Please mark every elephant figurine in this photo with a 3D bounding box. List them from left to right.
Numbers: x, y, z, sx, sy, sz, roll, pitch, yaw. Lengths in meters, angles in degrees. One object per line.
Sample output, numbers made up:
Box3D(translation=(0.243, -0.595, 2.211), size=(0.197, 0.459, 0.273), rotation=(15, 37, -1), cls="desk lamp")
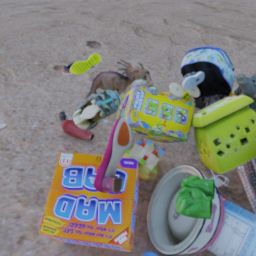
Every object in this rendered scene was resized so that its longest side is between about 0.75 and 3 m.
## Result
Box3D(translation=(4.861, -1.341, 10.738), size=(1.646, 2.327, 1.805), rotation=(-40, 6, -13), cls="elephant figurine")

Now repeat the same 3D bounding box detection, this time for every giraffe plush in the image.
Box3D(translation=(-0.237, 1.545, 10.369), size=(2.378, 1.928, 2.052), rotation=(35, 14, 8), cls="giraffe plush")

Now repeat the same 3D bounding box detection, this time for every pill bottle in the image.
Box3D(translation=(3.109, 3.163, 8.489), size=(3.000, 1.631, 1.631), rotation=(26, 46, 29), cls="pill bottle")

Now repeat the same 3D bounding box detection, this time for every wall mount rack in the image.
Box3D(translation=(3.133, 1.928, 10.878), size=(1.443, 0.538, 1.254), rotation=(-22, 44, -26), cls="wall mount rack")

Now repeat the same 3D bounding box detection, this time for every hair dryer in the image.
Box3D(translation=(-2.242, -0.284, 13.480), size=(1.969, 0.702, 2.586), rotation=(-12, 41, -16), cls="hair dryer")

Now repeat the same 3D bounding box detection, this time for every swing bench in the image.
Box3D(translation=(0.489, -1.982, 12.539), size=(1.138, 0.742, 1.144), rotation=(-19, -3, 12), cls="swing bench")

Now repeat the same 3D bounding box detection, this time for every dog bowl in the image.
Box3D(translation=(1.766, 2.568, 8.623), size=(1.003, 2.721, 2.721), rotation=(26, 32, -24), cls="dog bowl")

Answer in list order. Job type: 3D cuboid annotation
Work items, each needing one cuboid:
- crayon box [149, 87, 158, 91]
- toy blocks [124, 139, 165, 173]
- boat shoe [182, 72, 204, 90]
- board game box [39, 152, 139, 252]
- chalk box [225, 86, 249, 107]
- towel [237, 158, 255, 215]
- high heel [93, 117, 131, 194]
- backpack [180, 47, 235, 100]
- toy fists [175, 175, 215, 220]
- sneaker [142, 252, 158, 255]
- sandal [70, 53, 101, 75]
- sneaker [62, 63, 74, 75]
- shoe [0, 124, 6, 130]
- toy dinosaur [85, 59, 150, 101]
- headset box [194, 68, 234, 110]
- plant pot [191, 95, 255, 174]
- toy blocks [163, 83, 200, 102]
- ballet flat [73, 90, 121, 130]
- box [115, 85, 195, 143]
Box3D(translation=(0.715, -1.001, 13.630), size=(0.530, 1.568, 1.817), rotation=(29, 47, 23), cls="crayon box")
Box3D(translation=(0.444, 0.561, 6.494), size=(0.868, 0.434, 0.593), rotation=(33, 89, 15), cls="toy blocks")
Box3D(translation=(2.133, -1.654, 9.623), size=(0.428, 0.463, 1.253), rotation=(15, 39, 40), cls="boat shoe")
Box3D(translation=(-0.930, 2.290, 8.462), size=(2.304, 2.306, 2.304), rotation=(5, 64, 6), cls="board game box")
Box3D(translation=(6.062, -1.619, 14.892), size=(1.599, 0.995, 0.990), rotation=(-24, 45, -28), cls="chalk box")
Box3D(translation=(5.512, 2.083, 10.206), size=(2.204, 1.139, 2.662), rotation=(1, 39, 1), cls="towel")
Box3D(translation=(-0.477, 0.639, 6.817), size=(0.895, 0.627, 1.861), rotation=(-1, 74, 45), cls="high heel")
Box3D(translation=(3.137, -2.325, 11.212), size=(1.861, 2.034, 1.494), rotation=(-2, 57, 41), cls="backpack")
Box3D(translation=(1.495, 1.501, 6.271), size=(0.769, 0.519, 1.510), rotation=(-4, 15, 22), cls="toy fists")
Box3D(translation=(1.216, 4.406, 7.728), size=(2.316, 0.821, 0.960), rotation=(22, 54, 30), cls="sneaker")
Box3D(translation=(-1.499, -2.149, 9.720), size=(1.173, 0.466, 0.511), rotation=(-30, 10, -21), cls="sandal")
Box3D(translation=(-2.104, -2.359, 11.072), size=(1.025, 0.420, 0.395), rotation=(-19, 40, -40), cls="sneaker")
Box3D(translation=(-6.282, -0.033, 13.557), size=(0.751, 0.201, 0.263), rotation=(-25, 45, -28), cls="shoe")
Box3D(translation=(-0.550, -1.770, 10.295), size=(2.346, 1.590, 1.007), rotation=(-13, 54, -26), cls="toy dinosaur")
Box3D(translation=(4.471, -2.115, 14.834), size=(0.911, 1.806, 2.430), rotation=(31, 47, 29), cls="headset box")
Box3D(translation=(3.072, 0.100, 8.818), size=(1.975, 1.801, 1.984), rotation=(-26, 3, 1), cls="plant pot")
Box3D(translation=(1.801, -1.041, 11.378), size=(1.504, 1.804, 0.655), rotation=(-3, 64, -31), cls="toy blocks")
Box3D(translation=(-1.390, -0.497, 9.741), size=(1.066, 2.872, 1.066), rotation=(14, 63, -29), cls="ballet flat")
Box3D(translation=(0.807, -0.365, 9.677), size=(2.067, 2.146, 1.309), rotation=(16, 82, -12), cls="box")
